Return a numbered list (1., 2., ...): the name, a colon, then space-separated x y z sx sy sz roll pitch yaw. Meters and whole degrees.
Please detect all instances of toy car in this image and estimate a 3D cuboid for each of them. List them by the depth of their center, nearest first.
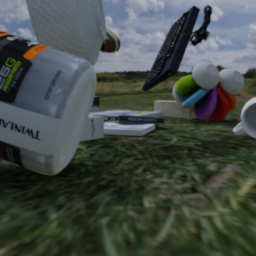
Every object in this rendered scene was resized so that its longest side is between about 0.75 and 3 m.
1. toy car: 3.110 -1.203 10.995 2.581 1.936 2.259 8 -22 -21

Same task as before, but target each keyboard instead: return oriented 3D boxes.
1. keyboard: 1.201 -2.045 6.384 1.750 0.284 2.754 -27 30 45

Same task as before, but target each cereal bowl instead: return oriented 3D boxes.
1. cereal bowl: -1.224 -2.635 6.441 1.192 2.863 2.863 -9 7 5

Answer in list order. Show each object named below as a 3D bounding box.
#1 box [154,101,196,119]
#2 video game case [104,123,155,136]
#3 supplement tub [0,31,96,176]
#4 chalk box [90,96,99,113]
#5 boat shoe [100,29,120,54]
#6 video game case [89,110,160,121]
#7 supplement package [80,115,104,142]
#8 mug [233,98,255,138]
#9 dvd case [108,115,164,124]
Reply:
1. box: 2.169 -0.852 12.786 1.875 0.729 0.890 6 9 38
2. video game case: -0.184 0.016 8.182 1.637 0.194 1.490 2 7 18
3. supplement tub: -1.988 -0.529 3.921 2.780 1.703 1.703 18 8 0
4. chalk box: -2.201 -0.957 12.648 1.584 0.989 0.982 -3 8 -28
5. boat shoe: -1.063 -2.784 8.146 1.858 0.686 0.687 40 49 25
6. video game case: -0.118 -0.540 12.195 2.332 0.283 2.562 3 7 26
7. supplement package: -1.124 -0.001 6.885 0.565 0.563 0.963 7 10 40
8. mug: 3.333 -0.242 7.329 1.313 0.970 1.151 -41 -2 28
9. dvd case: 0.193 -0.287 9.496 1.484 0.244 1.975 2 2 -13
